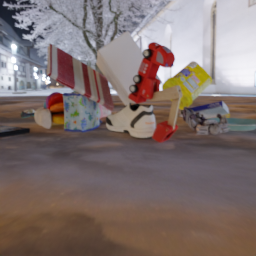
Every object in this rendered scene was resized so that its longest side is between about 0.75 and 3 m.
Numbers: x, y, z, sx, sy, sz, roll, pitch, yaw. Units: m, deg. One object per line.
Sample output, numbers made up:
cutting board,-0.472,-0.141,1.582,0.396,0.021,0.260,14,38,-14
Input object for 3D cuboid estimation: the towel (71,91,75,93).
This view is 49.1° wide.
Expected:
towel,-1.818,-1.498,11.302,0.863,0.094,0.633,-18,-9,37

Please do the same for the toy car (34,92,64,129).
toy car,-2.957,-0.777,11.729,1.683,1.442,1.923,-6,10,-30

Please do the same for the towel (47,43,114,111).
towel,-1.769,-1.843,10.419,2.790,0.317,2.010,27,32,-36

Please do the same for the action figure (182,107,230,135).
action figure,2.796,-0.220,10.410,1.473,0.786,2.264,6,11,-15

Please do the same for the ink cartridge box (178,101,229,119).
ink cartridge box,3.281,-0.742,12.203,1.858,0.378,1.862,-12,-12,27

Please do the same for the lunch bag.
lunch bag,-1.684,-0.668,10.906,1.105,1.475,1.735,5,11,28

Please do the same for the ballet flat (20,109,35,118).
ballet flat,-5.372,-0.806,15.360,0.444,0.444,1.214,4,9,27

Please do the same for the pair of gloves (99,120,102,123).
pair of gloves,-1.147,-0.334,13.113,1.400,0.160,1.126,-1,9,-1

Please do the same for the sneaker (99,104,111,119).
sneaker,-1.370,-0.947,14.836,1.147,0.826,2.195,-8,6,-16

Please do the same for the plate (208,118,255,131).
plate,4.260,-0.148,11.388,2.436,0.311,2.436,0,8,0

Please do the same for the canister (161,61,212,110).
canister,2.620,-1.915,12.301,1.979,1.470,0.856,-40,-3,-30

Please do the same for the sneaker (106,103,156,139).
sneaker,0.091,-0.373,10.100,1.054,1.143,2.859,-10,11,-33

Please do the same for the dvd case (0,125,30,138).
dvd case,-4.888,0.110,10.063,2.193,0.192,1.564,4,9,29

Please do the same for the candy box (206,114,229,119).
candy box,4.275,-0.758,15.333,1.230,0.318,2.406,-5,9,-17

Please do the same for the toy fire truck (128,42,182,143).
toy fire truck,0.957,-1.055,8.430,1.803,2.557,0.623,34,27,25

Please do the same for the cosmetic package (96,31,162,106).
cosmetic package,-0.047,-2.114,10.611,1.345,2.182,2.188,-35,7,-4
